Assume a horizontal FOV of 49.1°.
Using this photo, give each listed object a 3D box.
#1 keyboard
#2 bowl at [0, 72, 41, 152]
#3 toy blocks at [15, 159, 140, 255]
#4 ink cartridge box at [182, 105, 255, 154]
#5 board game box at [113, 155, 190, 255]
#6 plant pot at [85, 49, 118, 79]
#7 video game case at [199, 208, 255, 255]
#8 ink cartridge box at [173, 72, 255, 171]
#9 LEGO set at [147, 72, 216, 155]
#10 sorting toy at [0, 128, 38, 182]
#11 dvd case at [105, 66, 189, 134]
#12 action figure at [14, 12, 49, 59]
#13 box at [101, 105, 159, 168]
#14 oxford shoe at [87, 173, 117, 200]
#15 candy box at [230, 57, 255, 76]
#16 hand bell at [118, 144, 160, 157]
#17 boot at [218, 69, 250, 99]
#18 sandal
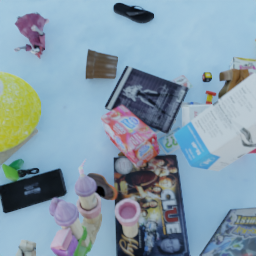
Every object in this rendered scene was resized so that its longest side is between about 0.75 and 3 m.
[{"bbox_3d":[-2.754,1.652,8.016,1.796,0.230,1.078,-16,78,-8],"label":"keyboard"},{"bbox_3d":[-4.022,-0.747,8.091,2.666,1.434,2.666,-2,59,3],"label":"bowl"},{"bbox_3d":[-1.344,2.285,5.888,2.732,2.299,2.553,10,47,15],"label":"toy blocks"},{"bbox_3d":[2.652,0.032,8.190,1.982,0.827,1.439,-2,94,0],"label":"ink cartridge box"},{"bbox_3d":[0.559,2.119,7.682,1.857,0.474,2.741,-3,64,-2],"label":"board game box"},{"bbox_3d":[-0.889,-2.113,9.510,1.011,1.021,1.021,5,64,-5],"label":"plant pot"},{"bbox_3d":[2.674,2.631,6.011,2.430,2.689,0.343,-40,93,-31],"label":"video game case"},{"bbox_3d":[2.662,-0.159,6.375,2.817,1.631,0.939,-40,57,26],"label":"ink cartridge box"},{"bbox_3d":[1.859,-0.775,9.004,2.938,0.721,2.195,-29,71,-14],"label":"LEGO set"},{"bbox_3d":[-3.788,0.403,8.572,2.588,0.381,1.913,40,70,18],"label":"sorting toy"},{"bbox_3d":[0.581,-0.944,8.967,2.222,0.177,1.652,23,76,14],"label":"dvd case"},{"bbox_3d":[-3.440,-3.279,10.267,1.149,1.277,1.715,-23,83,22],"label":"action figure"},{"bbox_3d":[0.038,0.204,8.024,0.819,0.856,1.716,-32,46,-17],"label":"box"},{"bbox_3d":[-0.832,1.573,7.709,1.213,0.440,0.432,24,98,41],"label":"oxford shoe"},{"bbox_3d":[4.015,-1.707,9.569,0.970,0.434,1.422,8,64,5],"label":"candy box"},{"bbox_3d":[0.278,0.619,8.470,1.228,0.639,0.639,-22,66,3],"label":"hand bell"},{"bbox_3d":[3.436,-1.272,9.026,0.982,0.485,1.264,-9,99,-14],"label":"boot"},{"bbox_3d":[0.189,-4.561,10.995,1.687,0.361,0.641,19,66,9],"label":"sandal"}]
